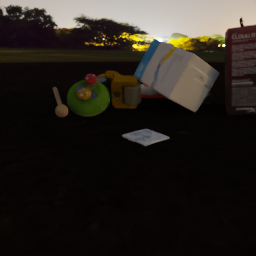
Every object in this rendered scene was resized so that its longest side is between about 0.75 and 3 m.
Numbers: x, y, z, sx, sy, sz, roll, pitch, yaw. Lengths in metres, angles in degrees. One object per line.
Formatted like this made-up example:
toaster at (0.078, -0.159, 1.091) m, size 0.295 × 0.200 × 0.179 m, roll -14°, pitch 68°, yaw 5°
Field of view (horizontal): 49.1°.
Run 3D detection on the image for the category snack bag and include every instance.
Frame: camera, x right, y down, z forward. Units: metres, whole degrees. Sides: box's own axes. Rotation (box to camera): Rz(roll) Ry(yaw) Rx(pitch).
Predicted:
snack bag at (0.428, 0.219, 6.574) m, size 0.813 × 0.092 × 0.862 m, roll -13°, pitch 22°, yaw -37°

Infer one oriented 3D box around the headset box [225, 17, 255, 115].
headset box at (3.821, -2.096, 9.315) m, size 1.111 × 2.961 × 2.201 m, roll -1°, pitch 16°, yaw 17°

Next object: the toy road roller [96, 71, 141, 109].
toy road roller at (-0.376, -1.467, 10.007) m, size 1.739 × 1.069 × 1.270 m, roll 4°, pitch 39°, yaw 7°

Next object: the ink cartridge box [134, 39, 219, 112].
ink cartridge box at (1.559, -1.774, 9.378) m, size 1.521 × 1.514 × 2.073 m, roll 20°, pitch 14°, yaw -39°

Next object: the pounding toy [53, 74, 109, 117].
pounding toy at (-1.428, -1.084, 8.539) m, size 1.724 × 0.800 × 1.330 m, roll -11°, pitch 60°, yaw -10°

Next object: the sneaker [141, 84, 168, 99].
sneaker at (1.348, -1.912, 11.384) m, size 2.542 × 1.362 × 0.849 m, roll 6°, pitch 21°, yaw 6°

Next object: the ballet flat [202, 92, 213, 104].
ballet flat at (2.470, -1.245, 10.733) m, size 1.524 × 0.557 × 0.557 m, roll 4°, pitch 16°, yaw 8°
